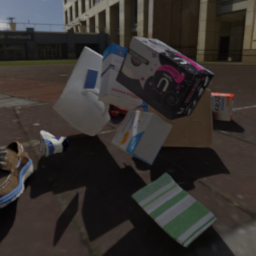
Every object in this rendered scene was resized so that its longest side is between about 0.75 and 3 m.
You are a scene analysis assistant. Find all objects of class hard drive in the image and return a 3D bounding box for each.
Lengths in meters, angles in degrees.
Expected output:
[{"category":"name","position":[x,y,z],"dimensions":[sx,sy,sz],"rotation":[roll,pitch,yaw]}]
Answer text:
[{"category":"hard drive","position":[-1.398,-1.350,10.222],"dimensions":[1.710,2.591,0.329],"rotation":[30,16,1]}]

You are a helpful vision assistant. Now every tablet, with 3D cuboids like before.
[{"category":"tablet","position":[-1.074,-1.395,8.029],"dimensions":[0.061,0.579,0.889],"rotation":[16,11,10]}]

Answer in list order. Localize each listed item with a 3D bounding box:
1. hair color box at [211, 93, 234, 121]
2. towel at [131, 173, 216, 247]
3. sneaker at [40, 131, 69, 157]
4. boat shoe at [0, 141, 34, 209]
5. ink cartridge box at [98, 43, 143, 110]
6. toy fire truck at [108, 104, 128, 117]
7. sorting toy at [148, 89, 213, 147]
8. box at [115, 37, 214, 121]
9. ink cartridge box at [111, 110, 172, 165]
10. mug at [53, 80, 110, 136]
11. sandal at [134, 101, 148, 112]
[{"category":"hair color box","position":[3.583,-0.978,12.476],"dimensions":[1.986,1.101,0.635],"rotation":[7,18,24]},{"category":"towel","position":[0.796,1.372,4.850],"dimensions":[0.931,0.143,1.220],"rotation":[-24,51,-35]},{"category":"sneaker","position":[-1.980,0.441,7.579],"dimensions":[0.691,0.483,1.196],"rotation":[-3,17,-27]},{"category":"boat shoe","position":[-2.748,0.944,5.943],"dimensions":[0.936,0.938,2.591],"rotation":[-18,13,-6]},{"category":"ink cartridge box","position":[-0.183,-1.569,8.743],"dimensions":[1.255,1.714,0.736],"rotation":[14,-19,-27]},{"category":"toy fire truck","position":[-0.522,-0.860,13.090],"dimensions":[1.032,0.689,1.229],"rotation":[18,1,-45]},{"category":"sorting toy","position":[1.657,-0.799,9.080],"dimensions":[2.102,2.844,0.419],"rotation":[2,-8,-11]},{"category":"box","position":[0.830,-1.235,6.761],"dimensions":[1.884,1.245,1.081],"rotation":[39,32,25]},{"category":"ink cartridge box","position":[0.214,0.161,7.261],"dimensions":[0.638,1.083,1.881],"rotation":[31,-6,-22]},{"category":"mug","position":[-1.343,-0.669,9.349],"dimensions":[1.861,1.632,1.374],"rotation":[-37,11,47]},{"category":"sandal","position":[1.135,-0.612,10.100],"dimensions":[2.964,1.290,1.178],"rotation":[44,15,18]}]
